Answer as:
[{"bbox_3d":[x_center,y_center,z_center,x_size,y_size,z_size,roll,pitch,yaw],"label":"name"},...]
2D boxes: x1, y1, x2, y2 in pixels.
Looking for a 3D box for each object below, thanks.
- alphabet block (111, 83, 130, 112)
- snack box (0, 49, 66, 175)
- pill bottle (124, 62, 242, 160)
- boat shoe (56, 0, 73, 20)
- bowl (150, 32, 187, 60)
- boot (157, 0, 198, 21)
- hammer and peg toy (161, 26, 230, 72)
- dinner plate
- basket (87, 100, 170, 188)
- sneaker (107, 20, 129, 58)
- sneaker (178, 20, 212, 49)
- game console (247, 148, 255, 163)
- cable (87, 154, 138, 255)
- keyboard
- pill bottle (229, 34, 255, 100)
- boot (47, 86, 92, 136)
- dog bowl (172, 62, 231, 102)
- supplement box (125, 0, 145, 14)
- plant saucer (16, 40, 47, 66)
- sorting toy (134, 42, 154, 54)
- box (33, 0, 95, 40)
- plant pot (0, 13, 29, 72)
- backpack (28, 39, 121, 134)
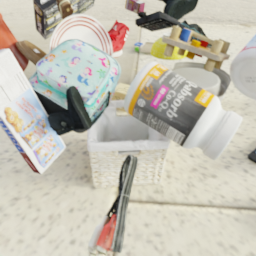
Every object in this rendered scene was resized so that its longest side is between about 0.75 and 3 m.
[{"bbox_3d":[-0.148,-1.141,10.518,0.786,0.772,0.768,17,40,23],"label":"alphabet block"},{"bbox_3d":[-2.025,-0.226,5.371,0.288,2.372,0.853,5,41,34],"label":"snack box"},{"bbox_3d":[1.173,-0.362,6.193,2.318,1.349,1.349,32,43,12],"label":"pill bottle"},{"bbox_3d":[-1.714,-3.260,7.479,0.398,0.398,1.076,-34,7,-10],"label":"boat shoe"},{"bbox_3d":[1.717,-3.464,11.610,1.561,0.840,1.561,0,33,0],"label":"bowl"},{"bbox_3d":[1.226,-4.193,9.145,1.564,0.711,1.861,35,48,20],"label":"boot"},{"bbox_3d":[1.835,-2.050,7.257,1.532,0.735,2.083,26,25,19],"label":"hammer and peg toy"},{"bbox_3d":[-1.164,-1.838,7.046,1.890,1.890,0.229,-28,32,-34],"label":"dinner plate"},{"bbox_3d":[-0.038,0.403,7.565,1.986,1.612,2.004,-2,34,-3],"label":"basket"},{"bbox_3d":[-0.730,-2.763,8.796,0.851,1.255,2.172,34,39,8],"label":"sneaker"},{"bbox_3d":[2.431,-3.330,10.032,1.863,0.738,0.702,38,12,34],"label":"sneaker"},{"bbox_3d":[4.399,0.568,8.004,1.451,0.844,1.276,-27,43,-33],"label":"game console"},{"bbox_3d":[-0.174,1.008,3.701,0.388,0.749,1.542,18,67,-10],"label":"cable"},{"bbox_3d":[0.631,-2.765,7.315,0.947,0.202,1.577,18,5,-23],"label":"keyboard"},{"bbox_3d":[3.640,-1.874,6.725,1.372,1.372,2.523,27,60,33],"label":"pill bottle"},{"bbox_3d":[-1.177,-0.281,5.211,0.767,0.912,0.348,-11,31,15],"label":"boot"},{"bbox_3d":[2.579,-1.735,11.301,2.903,0.851,2.903,0,34,0],"label":"dog bowl"},{"bbox_3d":[0.270,-4.939,11.327,0.768,0.424,0.329,33,47,25],"label":"supplement box"},{"bbox_3d":[-2.590,-2.058,8.434,0.247,1.677,1.677,-47,39,10],"label":"plant saucer"},{"bbox_3d":[1.365,-4.381,15.602,2.201,0.300,1.239,10,40,14],"label":"sorting toy"},{"bbox_3d":[-2.032,-4.178,9.371,2.374,1.914,0.583,-43,92,-17],"label":"box"},{"bbox_3d":[-4.124,-2.380,8.277,1.981,1.927,1.981,-15,47,16],"label":"plant pot"},{"bbox_3d":[-1.061,-1.050,6.086,1.641,1.392,1.849,31,53,4],"label":"backpack"}]
